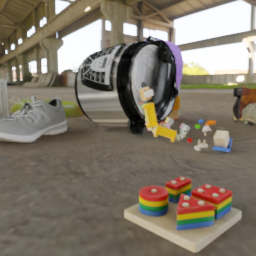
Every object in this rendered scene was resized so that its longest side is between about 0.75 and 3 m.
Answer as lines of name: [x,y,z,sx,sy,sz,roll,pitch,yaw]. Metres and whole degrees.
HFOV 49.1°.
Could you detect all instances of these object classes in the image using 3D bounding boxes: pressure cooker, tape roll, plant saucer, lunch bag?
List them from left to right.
plant saucer: [-3.346,-0.873,11.720,2.964,0.460,2.964,4,8,-1]
pressure cooker: [0.124,-1.127,7.356,2.501,2.200,2.234,3,28,41]
tape roll: [0.929,-2.016,10.259,0.788,2.402,2.402,7,4,-31]
lunch bag: [3.869,-0.451,7.939,1.261,0.879,1.058,23,37,21]

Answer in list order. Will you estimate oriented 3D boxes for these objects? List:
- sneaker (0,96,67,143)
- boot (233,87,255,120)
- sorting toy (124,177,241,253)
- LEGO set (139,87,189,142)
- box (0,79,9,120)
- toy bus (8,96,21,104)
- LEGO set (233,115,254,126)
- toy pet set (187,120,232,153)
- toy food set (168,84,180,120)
sneaker: [-2.426,-0.259,6.730,0.934,1.024,2.498,3,10,19]
boot: [3.279,-0.650,7.440,0.940,0.885,0.322,0,-7,-6]
sorting toy: [0.542,0.760,2.780,0.841,0.294,0.846,-9,13,-44]
LEGO set: [0.605,-0.213,6.223,1.546,0.711,0.575,41,-4,-21]
box: [-4.425,-0.545,7.221,1.226,1.439,2.251,5,11,30]
toy bus: [-5.163,-0.775,10.436,1.684,0.870,1.589,32,47,6]
LEGO set: [4.893,-0.545,9.279,2.725,0.772,1.770,-6,12,-33]
toy pet set: [1.660,0.237,5.579,0.726,0.413,0.778,6,38,34]
toy food set: [1.216,-1.105,10.234,1.292,1.371,2.871,3,32,9]
